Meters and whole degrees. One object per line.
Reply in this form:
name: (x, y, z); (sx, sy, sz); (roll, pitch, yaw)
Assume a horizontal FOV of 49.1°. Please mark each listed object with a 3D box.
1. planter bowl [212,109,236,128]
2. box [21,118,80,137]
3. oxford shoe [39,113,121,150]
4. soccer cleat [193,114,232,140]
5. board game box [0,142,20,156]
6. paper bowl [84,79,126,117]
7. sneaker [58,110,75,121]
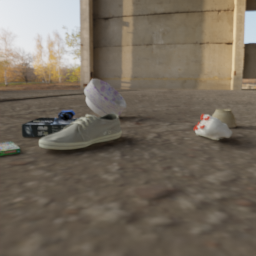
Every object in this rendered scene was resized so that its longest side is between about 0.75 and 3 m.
planter bowl: (3.805, -0.401, 11.197); (0.998, 0.672, 0.998); (0, 9, 0)
box: (-2.429, -0.029, 9.817); (2.007, 0.437, 1.608); (1, 10, 5)
oxford shoe: (-1.314, 0.061, 8.231); (1.102, 0.846, 2.930); (13, 18, 39)
soccer cleat: (2.667, 0.036, 8.967); (0.863, 0.771, 2.226); (30, 6, 4)
board game box: (-3.302, 0.553, 7.430); (0.623, 0.135, 0.926); (-6, 12, -35)
paper bowl: (-1.207, -1.334, 13.685); (2.099, 1.092, 2.099); (36, 20, -15)
sneaker: (-2.228, -0.400, 9.754); (0.881, 0.309, 0.343); (-10, 30, 44)
